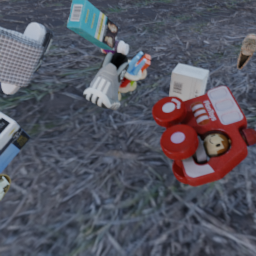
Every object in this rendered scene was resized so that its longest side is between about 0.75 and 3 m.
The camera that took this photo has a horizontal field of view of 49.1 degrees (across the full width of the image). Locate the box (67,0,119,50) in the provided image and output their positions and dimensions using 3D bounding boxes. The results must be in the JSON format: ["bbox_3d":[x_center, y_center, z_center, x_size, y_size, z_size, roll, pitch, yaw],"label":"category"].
[{"bbox_3d":[-1.164,-3.555,9.903,0.561,0.939,2.282,14,3,26],"label":"box"}]

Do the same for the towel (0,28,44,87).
[{"bbox_3d":[-3.671,-2.112,8.375,1.855,1.536,0.794,9,35,-41],"label":"towel"}]

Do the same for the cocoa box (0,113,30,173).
[{"bbox_3d":[-3.386,0.401,6.907,0.980,0.965,1.470,30,71,18],"label":"cocoa box"}]

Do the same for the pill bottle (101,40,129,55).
[{"bbox_3d":[-0.767,-4.616,16.093,1.506,0.847,0.847,15,43,17],"label":"pill bottle"}]

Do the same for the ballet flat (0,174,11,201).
[{"bbox_3d":[-2.337,1.071,4.774,0.491,0.534,1.557,-35,12,-10],"label":"ballet flat"}]

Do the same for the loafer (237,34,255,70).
[{"bbox_3d":[3.597,-2.262,8.487,0.456,1.269,0.399,19,68,13],"label":"loafer"}]

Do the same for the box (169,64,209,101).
[{"bbox_3d":[2.693,-1.931,12.530,1.420,1.412,0.928,19,44,20],"label":"box"}]

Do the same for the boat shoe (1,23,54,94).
[{"bbox_3d":[-3.509,-2.326,9.892,0.983,2.741,0.929,39,16,25],"label":"boat shoe"}]

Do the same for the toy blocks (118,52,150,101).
[{"bbox_3d":[0.190,-2.046,10.134,0.850,2.341,1.951,48,51,-1],"label":"toy blocks"}]

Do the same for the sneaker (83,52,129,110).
[{"bbox_3d":[-0.458,-1.455,8.609,1.060,1.631,2.825,27,6,-4],"label":"sneaker"}]

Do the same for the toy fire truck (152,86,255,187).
[{"bbox_3d":[1.992,0.110,7.280,2.261,1.510,2.692,-20,44,10],"label":"toy fire truck"}]
